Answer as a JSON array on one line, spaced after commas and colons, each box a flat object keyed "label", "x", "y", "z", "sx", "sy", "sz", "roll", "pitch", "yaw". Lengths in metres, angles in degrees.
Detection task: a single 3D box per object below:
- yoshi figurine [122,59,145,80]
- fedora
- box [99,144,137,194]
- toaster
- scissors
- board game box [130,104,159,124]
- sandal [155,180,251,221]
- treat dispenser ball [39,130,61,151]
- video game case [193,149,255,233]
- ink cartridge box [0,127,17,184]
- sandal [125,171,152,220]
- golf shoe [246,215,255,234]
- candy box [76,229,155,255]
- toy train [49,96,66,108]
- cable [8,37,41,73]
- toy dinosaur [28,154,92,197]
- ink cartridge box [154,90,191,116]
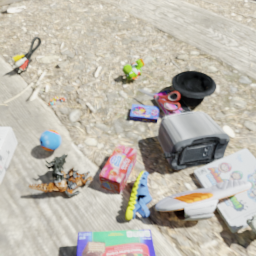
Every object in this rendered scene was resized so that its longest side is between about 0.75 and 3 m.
[{"label": "yoshi figurine", "x": 0.200, "y": -2.947, "z": 13.724, "sx": 0.869, "sy": 0.872, "sz": 1.552, "roll": 15, "pitch": 39, "yaw": 14}, {"label": "fedora", "x": 2.842, "y": -1.656, "z": 12.416, "sx": 2.148, "sy": 0.981, "sz": 2.148, "roll": 1, "pitch": 40, "yaw": -1}, {"label": "box", "x": -0.311, "y": 1.375, "z": 9.534, "sx": 0.758, "sy": 0.726, "sz": 1.521, "roll": 16, "pitch": 47, "yaw": 16}, {"label": "toaster", "x": 2.135, "y": 0.414, "z": 9.998, "sx": 2.573, "sy": 1.462, "sz": 1.662, "roll": -9, "pitch": 41, "yaw": -14}, {"label": "scissors", "x": 1.234, "y": -1.210, "z": 11.922, "sx": 2.221, "sy": 0.812, "sz": 0.155, "roll": 11, "pitch": 6, "yaw": 35}, {"label": "board game box", "x": 0.698, "y": -0.601, "z": 11.853, "sx": 1.161, "sy": 0.260, "sz": 0.780, "roll": 7, "pitch": 45, "yaw": 5}, {"label": "sandal", "x": 2.337, "y": 2.290, "z": 8.337, "sx": 3.001, "sy": 1.150, "sz": 0.860, "roll": -12, "pitch": 89, "yaw": -7}, {"label": "treat dispenser ball", "x": -2.796, "y": 0.456, "z": 10.086, "sx": 0.764, "sy": 0.764, "sz": 0.764, "roll": 0, "pitch": 45, "yaw": 0}, {"label": "video game case", "x": 3.620, "y": 1.911, "z": 9.072, "sx": 2.112, "sy": 0.275, "sz": 2.320, "roll": -22, "pitch": 48, "yaw": -7}, {"label": "ink cartridge box", "x": -5.087, "y": 1.057, "z": 9.683, "sx": 1.672, "sy": 0.945, "sz": 2.282, "roll": 2, "pitch": 45, "yaw": 2}, {"label": "sandal", "x": 0.422, "y": 2.164, "z": 8.800, "sx": 0.724, "sy": 0.661, "sz": 1.663, "roll": 15, "pitch": 59, "yaw": 3}, {"label": "golf shoe", "x": 3.782, "y": 2.917, "z": 7.798, "sx": 1.235, "sy": 0.483, "sz": 0.600, "roll": 30, "pitch": 24, "yaw": -30}, {"label": "candy box", "x": -0.283, "y": 3.736, "z": 6.733, "sx": 1.994, "sy": 0.908, "sz": 2.358, "roll": 0, "pitch": 38, "yaw": -7}, {"label": "toy train", "x": -3.188, "y": -1.226, "z": 12.539, "sx": 0.584, "sy": 0.216, "sz": 0.777, "roll": 25, "pitch": 49, "yaw": 24}, {"label": "cable", "x": -4.988, "y": -3.620, "z": 14.116, "sx": 0.526, "sy": 1.014, "sz": 2.088, "roll": 30, "pitch": 71, "yaw": 40}, {"label": "toy dinosaur", "x": -2.148, "y": 1.621, "z": 9.077, "sx": 1.916, "sy": 0.979, "sz": 1.300, "roll": 0, "pitch": 64, "yaw": -45}, {"label": "ink cartridge box", "x": 1.841, "y": -1.127, "z": 12.318, "sx": 0.957, "sy": 0.375, "sz": 2.021, "roll": -15, "pitch": 43, "yaw": -13}]
